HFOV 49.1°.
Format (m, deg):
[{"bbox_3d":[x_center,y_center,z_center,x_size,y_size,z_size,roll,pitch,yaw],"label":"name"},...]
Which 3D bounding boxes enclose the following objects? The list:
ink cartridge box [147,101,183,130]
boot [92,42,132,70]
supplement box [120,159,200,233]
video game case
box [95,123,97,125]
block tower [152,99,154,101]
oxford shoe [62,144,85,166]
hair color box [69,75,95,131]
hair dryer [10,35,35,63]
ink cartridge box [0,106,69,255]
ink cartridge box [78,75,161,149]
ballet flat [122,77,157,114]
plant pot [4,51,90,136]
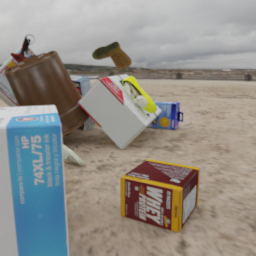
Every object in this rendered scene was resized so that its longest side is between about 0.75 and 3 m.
[{"bbox_3d":[1.546,-0.537,11.708,1.615,1.102,0.617,6,14,23],"label":"ink cartridge box"},{"bbox_3d":[-0.350,-1.552,6.354,0.699,0.264,0.798,-17,-22,14],"label":"boot"},{"bbox_3d":[0.601,1.157,5.112,1.106,0.745,1.122,7,15,28],"label":"supplement box"},{"bbox_3d":[-3.941,-1.780,10.997,0.261,2.140,2.993,-25,32,30],"label":"video game case"},{"bbox_3d":[-1.175,-0.427,12.949,0.512,0.341,1.361,1,12,10],"label":"box"},{"bbox_3d":[0.271,-1.224,15.583,2.612,0.755,0.705,-7,15,-26],"label":"block tower"},{"bbox_3d":[-1.627,0.791,7.668,1.276,0.480,0.368,23,67,43],"label":"oxford shoe"},{"bbox_3d":[-2.004,-0.990,11.196,1.032,2.084,0.632,11,31,27],"label":"hair color box"},{"bbox_3d":[-3.724,-2.705,10.015,1.235,0.940,0.335,-13,-9,25],"label":"hair dryer"},{"bbox_3d":[-2.289,0.797,3.870,2.690,1.964,1.974,-4,12,-16],"label":"ink cartridge box"},{"bbox_3d":[-0.132,-0.720,9.959,2.088,1.212,2.894,46,20,2],"label":"ink cartridge box"},{"bbox_3d":[0.308,-1.031,9.047,0.514,0.512,1.534,-17,66,-43],"label":"ballet flat"},{"bbox_3d":[-2.716,-1.133,9.241,2.331,2.308,2.331,-17,27,9],"label":"plant pot"}]
